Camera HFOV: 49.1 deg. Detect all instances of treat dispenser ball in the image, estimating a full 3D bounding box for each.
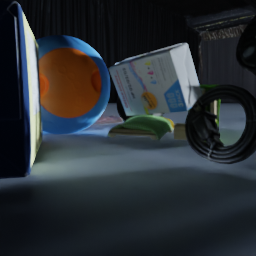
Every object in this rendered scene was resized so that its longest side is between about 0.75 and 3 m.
[{"bbox_3d":[-1.716,-1.081,7.243,2.502,2.502,2.502,0,6,0],"label":"treat dispenser ball"}]

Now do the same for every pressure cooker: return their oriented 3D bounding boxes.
[{"bbox_3d":[0.520,-0.778,9.347,1.380,1.359,1.545,7,12,26],"label":"pressure cooker"}]

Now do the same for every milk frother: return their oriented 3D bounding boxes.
[{"bbox_3d":[2.540,-0.292,4.247,2.397,2.300,2.549,34,-41,-22],"label":"milk frother"}]

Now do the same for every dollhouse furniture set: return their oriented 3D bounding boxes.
[{"bbox_3d":[0.892,-0.417,6.708,2.418,1.213,1.584,2,7,22],"label":"dollhouse furniture set"}]

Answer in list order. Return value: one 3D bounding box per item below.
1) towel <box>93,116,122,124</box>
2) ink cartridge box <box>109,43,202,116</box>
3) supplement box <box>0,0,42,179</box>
[{"bbox_3d":[-0.818,-0.285,9.948,1.027,0.165,0.981,-6,10,-16],"label":"towel"},{"bbox_3d":[0.456,-1.093,6.981,2.401,1.382,0.814,-3,25,45],"label":"ink cartridge box"},{"bbox_3d":[-2.839,-0.500,4.091,2.906,1.951,2.903,-2,7,-13],"label":"supplement box"}]
